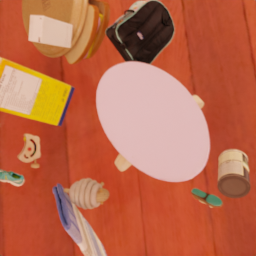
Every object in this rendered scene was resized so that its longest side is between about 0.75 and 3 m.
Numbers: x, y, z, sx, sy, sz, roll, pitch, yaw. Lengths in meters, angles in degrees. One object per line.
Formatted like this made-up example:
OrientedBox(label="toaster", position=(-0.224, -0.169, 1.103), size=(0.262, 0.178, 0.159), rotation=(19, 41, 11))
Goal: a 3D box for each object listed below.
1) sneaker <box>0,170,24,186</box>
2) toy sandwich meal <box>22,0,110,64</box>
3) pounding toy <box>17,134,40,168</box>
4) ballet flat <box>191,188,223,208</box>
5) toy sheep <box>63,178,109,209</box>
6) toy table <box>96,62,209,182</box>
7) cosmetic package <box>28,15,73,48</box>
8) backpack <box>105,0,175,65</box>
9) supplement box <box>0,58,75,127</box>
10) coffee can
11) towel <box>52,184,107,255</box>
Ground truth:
OrientedBox(label="sneaker", position=(-3.181, 1.260, 7.475), size=(0.844, 0.336, 0.327), rotation=(19, 39, -9))
OrientedBox(label="toy sandwich meal", position=(-1.686, -3.138, 7.341), size=(2.928, 1.003, 2.928), rotation=(7, 101, 40))
OrientedBox(label="pounding toy", position=(-2.521, 0.588, 7.045), size=(0.510, 0.511, 0.891), rotation=(-4, 92, -31))
OrientedBox(label="ballet flat", position=(1.887, 1.727, 6.685), size=(0.294, 0.866, 0.313), rotation=(-41, 126, -28))
OrientedBox(label="toy sheep", position=(-0.989, 1.543, 6.611), size=(1.130, 0.779, 0.779), rotation=(-2, 81, 16))
OrientedBox(label="toy table", position=(0.579, 0.002, 6.191), size=(2.595, 1.653, 2.823), rotation=(-29, 67, 6))
OrientedBox(label="cosmetic package", position=(-1.688, -2.103, 6.174), size=(0.396, 0.976, 0.551), rotation=(15, 103, 25))
OrientedBox(label="backpack", position=(0.334, -2.410, 7.079), size=(1.541, 1.182, 1.355), rotation=(-44, 119, -3))
OrientedBox(label="supplement box", position=(-2.554, -0.895, 6.893), size=(1.113, 2.033, 1.106), rotation=(22, 92, 41))
OrientedBox(label="coffee can", position=(2.053, 0.881, 5.465), size=(0.580, 0.793, 0.580), rotation=(9, 125, 14))
OrientedBox(label="towel", position=(-1.051, 2.713, 6.830), size=(0.304, 1.877, 2.556), rotation=(-31, 117, -10))
